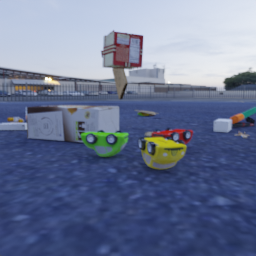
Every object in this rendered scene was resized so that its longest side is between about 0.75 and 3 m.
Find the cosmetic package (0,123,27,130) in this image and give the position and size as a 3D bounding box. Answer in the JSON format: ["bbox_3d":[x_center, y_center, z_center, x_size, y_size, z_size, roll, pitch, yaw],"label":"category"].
[{"bbox_3d":[-4.277,-0.042,10.481,0.980,0.248,0.405,0,7,-2],"label":"cosmetic package"}]

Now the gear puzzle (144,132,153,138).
[{"bbox_3d":[0.911,0.245,8.539,0.789,0.200,1.524,-1,4,6],"label":"gear puzzle"}]

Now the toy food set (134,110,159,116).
[{"bbox_3d":[1.150,-0.842,17.221,1.100,0.320,1.594,13,7,31],"label":"toy food set"}]

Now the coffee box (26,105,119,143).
[{"bbox_3d":[-1.657,-0.171,8.491,2.452,0.977,1.402,3,7,22],"label":"coffee box"}]

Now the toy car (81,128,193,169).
[{"bbox_3d":[0.128,0.371,5.895,2.321,0.550,2.467,2,6,15],"label":"toy car"}]

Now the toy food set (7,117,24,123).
[{"bbox_3d":[-4.338,-0.210,11.068,0.913,0.436,0.411,1,6,36],"label":"toy food set"}]

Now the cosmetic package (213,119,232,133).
[{"bbox_3d":[3.473,-0.095,10.264,0.515,0.406,0.957,5,9,28],"label":"cosmetic package"}]

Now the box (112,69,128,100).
[{"bbox_3d":[-0.323,-1.927,10.452,0.148,1.388,1.134,-7,-23,-16],"label":"box"}]

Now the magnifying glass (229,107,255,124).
[{"bbox_3d":[4.763,-0.474,11.842,1.154,0.325,2.898,-31,-8,31],"label":"magnifying glass"}]

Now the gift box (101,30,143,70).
[{"bbox_3d":[-0.142,-2.188,7.820,1.013,1.098,1.025,5,5,-24],"label":"gift box"}]

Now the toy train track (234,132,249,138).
[{"bbox_3d":[3.660,0.210,8.921,0.461,0.131,0.804,1,8,12],"label":"toy train track"}]

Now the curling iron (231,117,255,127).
[{"bbox_3d":[4.586,-0.186,11.543,1.796,0.230,0.445,-8,47,-30],"label":"curling iron"}]
